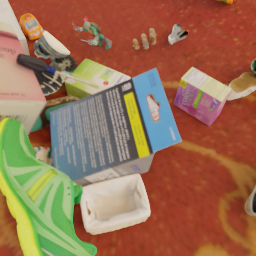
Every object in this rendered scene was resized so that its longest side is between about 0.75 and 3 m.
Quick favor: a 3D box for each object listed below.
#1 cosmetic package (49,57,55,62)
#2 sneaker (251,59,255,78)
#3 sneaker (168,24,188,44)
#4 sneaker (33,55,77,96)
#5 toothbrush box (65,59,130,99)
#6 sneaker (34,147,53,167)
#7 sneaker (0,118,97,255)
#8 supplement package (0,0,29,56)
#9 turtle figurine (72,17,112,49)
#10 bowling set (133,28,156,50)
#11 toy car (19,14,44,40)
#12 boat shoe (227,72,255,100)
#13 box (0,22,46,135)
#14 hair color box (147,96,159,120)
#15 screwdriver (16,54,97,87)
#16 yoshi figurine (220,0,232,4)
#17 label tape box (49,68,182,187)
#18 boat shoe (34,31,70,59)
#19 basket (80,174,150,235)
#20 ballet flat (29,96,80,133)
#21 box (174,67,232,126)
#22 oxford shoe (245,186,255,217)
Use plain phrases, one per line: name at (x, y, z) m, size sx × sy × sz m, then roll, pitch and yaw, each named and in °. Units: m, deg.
cosmetic package at (-2.189, -2.191, 7.990) m, size 0.347 × 0.411 × 0.769 m, roll -38°, pitch 100°, yaw -8°
sneaker at (4.020, -1.515, 7.115) m, size 1.051 × 0.655 × 1.781 m, roll -8°, pitch 15°, yaw -23°
sneaker at (1.601, -2.893, 8.519) m, size 0.526 × 0.342 × 0.910 m, roll -4°, pitch 47°, yaw 39°
sneaker at (-2.081, -1.193, 7.274) m, size 0.773 × 0.860 × 1.993 m, roll 47°, pitch 40°, yaw -6°
toothbrush box at (-0.802, -1.110, 7.536) m, size 1.424 × 0.613 × 1.037 m, roll 27°, pitch 60°, yaw 13°
sneaker at (-2.038, 0.969, 6.346) m, size 0.590 × 0.444 × 1.261 m, roll 12°, pitch 54°, yaw -10°
sneaker at (-1.491, 1.148, 5.007) m, size 1.248 × 1.107 × 2.988 m, roll -24°, pitch 76°, yaw -17°
supplement package at (-3.684, -2.514, 7.885) m, size 1.271 × 1.275 × 2.173 m, roll -19°, pitch 60°, yaw -19°
turtle figurine at (-1.020, -2.746, 8.186) m, size 0.589 × 1.170 × 0.876 m, roll -46°, pitch 55°, yaw 17°
bowling set at (0.606, -2.575, 8.461) m, size 0.834 × 0.447 × 0.580 m, roll -32°, pitch 47°, yaw -6°
toy car at (-3.653, -3.108, 8.727) m, size 1.900 × 0.632 × 0.932 m, roll -16°, pitch 60°, yaw -10°
boat shoe at (3.104, -1.114, 7.614) m, size 1.511 × 0.524 × 0.535 m, roll -20°, pitch 64°, yaw -36°
box at (-2.948, -1.021, 5.723) m, size 1.535 × 1.308 × 2.401 m, roll -3°, pitch 55°, yaw -46°
hair color box at (0.463, -0.280, 7.131) m, size 0.745 × 0.449 × 1.467 m, roll -30°, pitch 61°, yaw -16°
screwdriver at (-1.417, -1.184, 6.025) m, size 1.933 × 0.281 × 0.270 m, roll 11°, pitch 55°, yaw -36°
yoshi figurine at (2.861, -4.949, 9.196) m, size 1.210 × 2.153 × 1.205 m, roll 29°, pitch 98°, yaw 49°
label tape box at (-0.313, 0.121, 6.158) m, size 2.723 × 0.862 × 1.963 m, roll -20°, pitch 57°, yaw 11°
boat shoe at (-1.903, -1.875, 6.737) m, size 0.611 × 0.720 × 1.979 m, roll -50°, pitch 30°, yaw 5°
basket at (-0.282, 1.612, 5.809) m, size 1.311 × 0.809 × 0.889 m, roll -12°, pitch 61°, yaw -8°
ballet flat at (-2.197, -0.367, 7.081) m, size 2.138 × 0.725 × 0.805 m, roll -17°, pitch 28°, yaw -21°
box at (1.849, -0.783, 7.107) m, size 1.134 × 0.997 × 0.548 m, roll 36°, pitch 61°, yaw 19°
oxford shoe at (2.917, 1.212, 5.833) m, size 0.500 × 0.521 × 1.413 m, roll 23°, pitch 85°, yaw 19°
